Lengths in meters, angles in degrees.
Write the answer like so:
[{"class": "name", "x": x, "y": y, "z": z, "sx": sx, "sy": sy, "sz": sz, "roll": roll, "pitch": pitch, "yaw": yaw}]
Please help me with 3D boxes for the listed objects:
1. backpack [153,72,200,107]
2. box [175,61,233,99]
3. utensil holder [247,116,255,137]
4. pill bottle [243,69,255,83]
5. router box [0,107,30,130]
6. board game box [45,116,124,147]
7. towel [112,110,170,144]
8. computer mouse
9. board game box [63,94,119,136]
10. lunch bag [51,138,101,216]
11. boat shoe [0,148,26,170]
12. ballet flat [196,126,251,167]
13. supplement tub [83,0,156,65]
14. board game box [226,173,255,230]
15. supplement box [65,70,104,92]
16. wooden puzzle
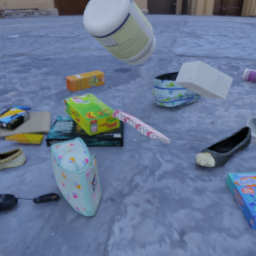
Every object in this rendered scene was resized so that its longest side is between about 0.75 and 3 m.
[{"class": "backpack", "x": 2.054, "y": -1.703, "z": 11.954, "sx": 1.836, "sy": 1.730, "sz": 2.251, "roll": 23, "pitch": 13, "yaw": 37}, {"class": "box", "x": 1.401, "y": -0.876, "z": 5.212, "sx": 0.788, "sy": 0.419, "sz": 0.600, "roll": 22, "pitch": 1, "yaw": -22}, {"class": "utensil holder", "x": 4.681, "y": -0.118, "z": 9.710, "sx": 0.857, "sy": 0.728, "sz": 0.728, "roll": -15, "pitch": 31, "yaw": -31}, {"class": "pill bottle", "x": 6.683, "y": -2.691, "z": 14.687, "sx": 1.117, "sy": 0.627, "sz": 0.627, "roll": 23, "pitch": 35, "yaw": 36}, {"class": "router box", "x": -4.145, "y": -0.340, "z": 9.952, "sx": 0.795, "sy": 0.272, "sz": 1.066, "roll": 15, "pitch": 28, "yaw": 9}, {"class": "board game box", "x": -1.384, "y": 0.086, "z": 9.696, "sx": 2.505, "sy": 0.353, "sz": 1.694, "roll": 0, "pitch": 28, "yaw": 1}, {"class": "towel", "x": 0.316, "y": 0.002, "z": 6.403, "sx": 1.260, "sy": 0.188, "sz": 0.922, "roll": 33, "pitch": 8, "yaw": 31}, {"class": "computer mouse", "x": -2.547, "y": 1.775, "z": 6.648, "sx": 1.770, "sy": 0.301, "sz": 0.519, "roll": -1, "pitch": 10, "yaw": -12}, {"class": "board game box", "x": -1.341, "y": -0.536, "z": 9.922, "sx": 1.126, "sy": 0.528, "sz": 2.216, "roll": -17, "pitch": 32, "yaw": -28}, {"class": "lunch bag", "x": -1.178, "y": 1.152, "z": 6.602, "sx": 0.945, "sy": 1.321, "sz": 1.550, "roll": -16, "pitch": 28, "yaw": -23}, {"class": "boat shoe", "x": -3.722, "y": 0.917, "z": 7.953, "sx": 1.506, "sy": 0.500, "sz": 0.557, "roll": -16, "pitch": 32, "yaw": -27}, {"class": "ballet flat", "x": 2.872, "y": 0.547, "z": 8.446, "sx": 2.437, "sy": 0.692, "sz": 0.810, "roll": -22, "pitch": 35, "yaw": -35}, {"class": "supplement tub", "x": -0.153, "y": -2.651, "z": 7.568, "sx": 1.353, "sy": 1.353, "sz": 1.866, "roll": 22, "pitch": -6, "yaw": 36}, {"class": "board game box", "x": 3.210, "y": 1.673, "z": 6.673, "sx": 1.199, "sy": 0.355, "sz": 1.577, "roll": -2, "pitch": 28, "yaw": -3}, {"class": "supplement box", "x": -2.123, "y": -2.363, "z": 14.046, "sx": 1.919, "sy": 0.639, "sz": 0.660, "roll": -22, "pitch": 35, "yaw": -34}, {"class": "wooden puzzle", "x": -3.737, "y": -0.115, "z": 10.163, "sx": 1.897, "sy": 0.329, "sz": 2.811, "roll": 1, "pitch": 28, "yaw": -7}]
